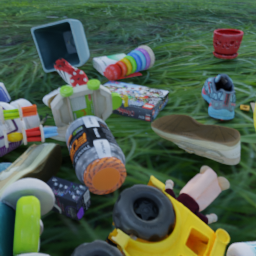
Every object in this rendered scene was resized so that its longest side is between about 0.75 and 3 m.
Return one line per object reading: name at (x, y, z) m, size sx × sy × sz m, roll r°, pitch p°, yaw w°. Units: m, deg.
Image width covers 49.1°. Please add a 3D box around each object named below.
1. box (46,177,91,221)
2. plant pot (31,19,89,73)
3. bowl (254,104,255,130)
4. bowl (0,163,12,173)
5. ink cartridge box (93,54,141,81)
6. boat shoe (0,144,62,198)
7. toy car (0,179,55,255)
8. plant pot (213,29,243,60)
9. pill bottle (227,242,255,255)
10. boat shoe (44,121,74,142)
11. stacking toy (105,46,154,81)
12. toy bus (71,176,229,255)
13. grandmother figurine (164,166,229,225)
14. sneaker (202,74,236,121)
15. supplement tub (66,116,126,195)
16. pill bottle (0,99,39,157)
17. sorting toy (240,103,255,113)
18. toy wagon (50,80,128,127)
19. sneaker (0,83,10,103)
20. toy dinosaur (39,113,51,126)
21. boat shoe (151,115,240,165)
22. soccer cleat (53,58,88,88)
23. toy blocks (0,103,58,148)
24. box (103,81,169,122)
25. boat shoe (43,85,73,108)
box at (-1.388, 1.558, 6.247) m, size 0.965 × 0.590 × 0.512 m, roll 12°, pitch 34°, yaw 20°
plant pot at (-3.037, -4.145, 13.869) m, size 2.112 × 2.107 × 2.152 m, roll -6°, pitch 21°, yaw 18°
bowl at (4.643, -0.300, 7.872) m, size 2.844 × 2.844 × 1.530 m, roll -5°, pitch 0°, yaw -9°
bowl at (-3.082, 1.289, 6.837) m, size 0.838 × 0.438 × 0.838 m, roll 1°, pitch 30°, yaw 0°
ink cartridge box at (-0.564, -3.053, 13.893) m, size 1.755 × 0.546 × 2.181 m, roll -15°, pitch 33°, yaw -22°
boat shoe at (-2.474, 1.185, 6.449) m, size 0.896 × 1.039 × 2.849 m, roll 5°, pitch 28°, yaw 11°
toy car at (-1.979, 1.835, 4.240) m, size 1.530 × 2.041 × 1.786 m, roll 11°, pitch 37°, yaw -25°
plant pot at (5.486, -4.671, 15.649) m, size 1.552 × 1.413 × 1.552 m, roll 1°, pitch 32°, yaw 0°
pill bottle at (2.584, 2.348, 4.648) m, size 1.643 × 0.910 × 0.910 m, roll -3°, pitch 32°, yaw -4°
boat shoe at (-1.545, 0.068, 8.186) m, size 1.883 × 0.612 × 0.679 m, roll 8°, pitch 12°, yaw -19°
stacking toy at (0.012, -2.931, 13.245) m, size 1.169 × 1.169 × 2.739 m, roll 25°, pitch 45°, yaw 35°
toy bus at (0.457, 2.426, 4.057) m, size 2.505 × 1.770 × 2.609 m, roll 32°, pitch 43°, yaw 17°
grandmother figurine at (1.318, 1.611, 6.115) m, size 1.311 × 0.655 × 2.162 m, roll 28°, pitch 41°, yaw 30°
sneaker at (3.503, -1.423, 10.399) m, size 1.109 × 1.336 × 2.798 m, roll 5°, pitch 32°, yaw 1°
supplement tub at (-0.833, 0.654, 7.114) m, size 1.234 × 1.234 × 2.014 m, roll -11°, pitch 33°, yaw -17°
pill bottle at (-3.794, 0.136, 7.782) m, size 1.417 × 1.417 × 2.523 m, roll 20°, pitch 37°, yaw 29°
sorting toy at (5.051, -0.709, 10.300) m, size 1.745 × 0.238 × 0.982 m, roll 5°, pitch 32°, yaw 9°
toy wagon at (-1.115, -0.637, 8.536) m, size 2.311 × 1.793 × 0.457 m, roll -17°, pitch 47°, yaw -16°
sneaker at (-5.327, -0.697, 9.645) m, size 2.311 × 0.934 × 1.335 m, roll -12°, pitch 37°, yaw 8°
toy dinosaur at (-2.844, -0.279, 9.425) m, size 0.223 × 0.414 × 0.940 m, roll 24°, pitch 35°, yaw 6°
boat shoe at (1.817, 0.327, 8.004) m, size 1.025 × 0.923 × 2.842 m, roll -36°, pitch 34°, yaw -31°
soccer cleat at (-2.069, -1.907, 10.530) m, size 1.921 × 0.818 × 0.659 m, roll 39°, pitch 77°, yaw 25°
toy blocks at (-2.597, -0.122, 7.388) m, size 1.333 × 1.111 × 0.484 m, roll -9°, pitch -5°, yaw -24°
box at (0.036, -1.082, 10.670) m, size 2.579 × 0.486 × 1.762 m, roll 14°, pitch 34°, yaw 21°
boat shoe at (-2.320, -1.356, 10.877) m, size 2.090 × 0.740 × 0.724 m, roll -24°, pitch 34°, yaw -37°
